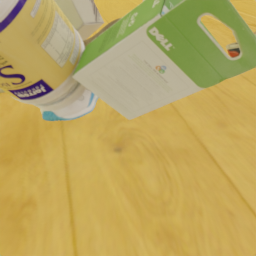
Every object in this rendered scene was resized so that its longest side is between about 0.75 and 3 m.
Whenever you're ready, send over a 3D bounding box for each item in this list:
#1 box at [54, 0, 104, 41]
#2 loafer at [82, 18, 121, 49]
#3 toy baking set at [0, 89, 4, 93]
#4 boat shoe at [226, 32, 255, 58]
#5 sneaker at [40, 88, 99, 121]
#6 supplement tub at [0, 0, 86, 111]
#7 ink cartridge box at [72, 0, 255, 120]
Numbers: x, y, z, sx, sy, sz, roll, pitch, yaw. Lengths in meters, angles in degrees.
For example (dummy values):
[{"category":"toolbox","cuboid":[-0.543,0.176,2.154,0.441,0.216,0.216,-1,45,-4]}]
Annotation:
[{"category":"box","cuboid":[-1.855,-3.928,8.118,1.089,2.652,0.907,-24,3,42]},{"category":"loafer","cuboid":[-0.334,-1.348,5.134,2.186,0.831,0.737,-37,51,-25]},{"category":"toy baking set","cuboid":[-2.746,-1.431,5.481,1.847,2.406,0.280,-30,-7,29]},{"category":"boat shoe","cuboid":[3.124,-2.152,6.973,1.334,0.417,0.475,-21,13,40]},{"category":"sneaker","cuboid":[-1.165,-1.137,6.674,1.100,1.162,2.877,3,35,24]},{"category":"supplement tub","cuboid":[-1.297,-1.053,3.414,1.249,1.718,1.249,-9,63,18]},{"category":"ink cartridge box","cuboid":[0.357,-0.791,2.975,1.871,0.971,0.555,-21,43,44]}]
